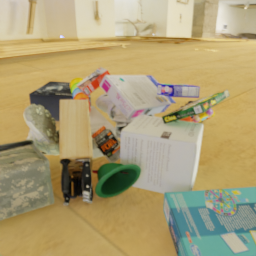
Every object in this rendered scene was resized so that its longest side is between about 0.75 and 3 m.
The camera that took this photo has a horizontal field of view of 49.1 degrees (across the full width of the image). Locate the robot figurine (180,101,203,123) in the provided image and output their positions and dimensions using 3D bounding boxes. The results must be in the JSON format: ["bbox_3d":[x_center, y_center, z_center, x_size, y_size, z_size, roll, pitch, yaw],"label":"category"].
[{"bbox_3d":[3.145,-0.772,13.299,1.366,1.027,0.853,-1,5,-3],"label":"robot figurine"}]

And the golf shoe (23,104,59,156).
[{"bbox_3d":[-2.843,0.289,9.085,1.344,2.765,1.082,-16,59,5],"label":"golf shoe"}]

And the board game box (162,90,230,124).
[{"bbox_3d":[2.238,-0.706,8.964,1.342,0.301,2.562,-15,6,37],"label":"board game box"}]

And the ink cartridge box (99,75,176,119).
[{"bbox_3d":[0.468,-1.240,10.465,2.851,0.598,1.701,-15,59,-49],"label":"ink cartridge box"}]

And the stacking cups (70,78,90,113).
[{"bbox_3d":[-2.040,-1.276,11.823,0.765,0.765,2.529,-5,34,-11],"label":"stacking cups"}]

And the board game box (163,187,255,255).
[{"bbox_3d":[2.491,2.354,6.555,2.922,0.686,2.206,-2,24,-5],"label":"board game box"}]

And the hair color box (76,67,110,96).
[{"bbox_3d":[-1.290,-1.760,10.547,1.190,0.380,0.660,-41,36,-10],"label":"hair color box"}]

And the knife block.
[{"bbox_3d":[-1.478,0.638,7.981,0.913,2.855,2.506,-2,7,-12],"label":"knife block"}]

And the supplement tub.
[{"bbox_3d":[-0.626,0.516,8.816,0.678,1.106,0.678,-39,5,4],"label":"supplement tub"}]

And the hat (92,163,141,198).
[{"bbox_3d":[-0.616,1.094,8.059,1.598,1.324,1.407,-39,52,8],"label":"hat"}]

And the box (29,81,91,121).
[{"bbox_3d":[-3.295,-1.358,14.013,2.276,1.359,2.314,5,26,10],"label":"box"}]

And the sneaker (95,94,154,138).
[{"bbox_3d":[-0.443,-0.517,11.175,2.694,1.012,1.549,18,43,25],"label":"sneaker"}]

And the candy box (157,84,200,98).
[{"bbox_3d":[1.789,-1.336,9.997,1.171,0.451,0.990,-1,12,-27],"label":"candy box"}]

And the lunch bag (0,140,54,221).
[{"bbox_3d":[-3.560,1.299,7.908,2.194,1.573,2.676,-13,21,-29],"label":"lunch bag"}]

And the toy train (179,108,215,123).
[{"bbox_3d":[2.495,-0.450,11.051,1.759,0.651,2.342,-27,-9,22],"label":"toy train"}]

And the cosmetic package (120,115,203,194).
[{"bbox_3d":[1.045,0.784,8.577,2.158,1.780,1.779,8,21,17],"label":"cosmetic package"}]

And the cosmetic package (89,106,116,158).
[{"bbox_3d":[-1.573,0.093,11.064,1.408,1.110,2.617,-10,25,-20],"label":"cosmetic package"}]
